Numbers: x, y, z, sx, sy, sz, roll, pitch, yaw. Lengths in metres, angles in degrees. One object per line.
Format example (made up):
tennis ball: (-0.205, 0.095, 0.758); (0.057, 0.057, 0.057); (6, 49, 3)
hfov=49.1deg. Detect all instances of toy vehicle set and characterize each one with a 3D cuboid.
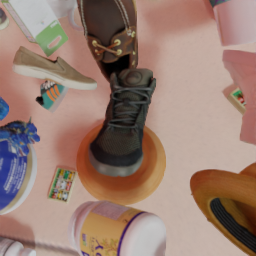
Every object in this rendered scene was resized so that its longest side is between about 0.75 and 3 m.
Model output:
toy vehicle set: (4.159, -1.000, 8.468); (1.991, 0.264, 1.237); (-32, 68, -15)
toy vehicle set: (-1.706, 1.493, 7.306); (0.526, 0.112, 0.847); (10, 64, 5)

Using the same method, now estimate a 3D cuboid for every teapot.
teapot: (-2.692, -4.549, 9.323); (2.808, 2.078, 2.845); (-3, 35, -28)

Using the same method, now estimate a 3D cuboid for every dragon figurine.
dragon figurine: (-2.049, -0.246, 3.876); (0.925, 0.547, 1.860); (-40, 89, 10)

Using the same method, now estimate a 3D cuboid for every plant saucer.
plant saucer: (-0.188, 0.797, 7.468); (2.432, 0.455, 2.432); (0, 64, 0)

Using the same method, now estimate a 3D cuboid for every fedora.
fedora: (1.839, 1.039, 3.517); (2.256, 2.256, 0.920); (38, 70, 17)

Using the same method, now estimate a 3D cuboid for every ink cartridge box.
ink cartridge box: (-1.992, -2.337, 6.121); (0.410, 1.383, 0.718); (22, 64, 41)

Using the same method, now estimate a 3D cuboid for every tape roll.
tape roll: (3.241, -2.565, 6.022); (2.635, 2.635, 0.922); (-21, 107, -10)

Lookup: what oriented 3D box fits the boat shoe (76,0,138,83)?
boat shoe: (-0.288, -1.736, 5.568); (1.022, 2.903, 1.021); (2, 73, 13)

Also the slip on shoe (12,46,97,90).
slip on shoe: (-1.152, -0.962, 4.634); (1.387, 0.527, 0.420); (13, 103, -19)

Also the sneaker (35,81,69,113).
sneaker: (-1.673, -0.901, 6.317); (0.556, 1.392, 0.497); (28, 40, -19)

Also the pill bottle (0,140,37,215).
pill bottle: (-2.994, 0.494, 4.443); (1.611, 2.784, 1.611); (-10, 67, 26)

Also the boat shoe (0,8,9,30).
boat shoe: (-5.183, -3.498, 9.466); (2.182, 0.707, 0.785); (-25, 66, -12)

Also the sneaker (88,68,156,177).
sneaker: (-0.074, -0.227, 4.560); (0.880, 1.319, 2.303); (9, 27, 7)

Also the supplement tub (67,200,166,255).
supplement tub: (-0.207, 1.755, 4.535); (1.403, 1.020, 1.020); (2, 57, 41)

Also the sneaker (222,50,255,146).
sneaker: (2.163, -0.511, 4.853); (0.986, 1.546, 2.675); (6, 20, -1)

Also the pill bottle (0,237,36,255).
pill bottle: (-2.852, 2.880, 6.230); (1.375, 0.797, 0.797); (13, 64, 6)

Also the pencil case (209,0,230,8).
pencil case: (3.383, -4.476, 9.971); (0.744, 0.685, 1.609); (-19, 65, 9)
